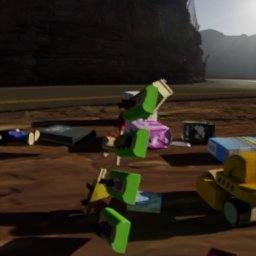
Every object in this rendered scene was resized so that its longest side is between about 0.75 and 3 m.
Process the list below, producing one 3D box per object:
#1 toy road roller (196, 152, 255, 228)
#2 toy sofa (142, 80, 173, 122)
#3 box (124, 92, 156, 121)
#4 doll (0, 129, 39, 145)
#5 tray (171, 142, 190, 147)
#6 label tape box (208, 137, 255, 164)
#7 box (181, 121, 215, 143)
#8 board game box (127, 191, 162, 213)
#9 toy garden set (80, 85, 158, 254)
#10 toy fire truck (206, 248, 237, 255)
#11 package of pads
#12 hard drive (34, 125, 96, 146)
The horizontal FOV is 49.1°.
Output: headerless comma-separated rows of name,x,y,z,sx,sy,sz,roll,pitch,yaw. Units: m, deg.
toy road roller,2.582,1.181,6.476,1.268,1.506,2.063,-3,13,-15
toy sofa,0.979,-0.999,10.313,0.774,1.586,0.657,-26,71,-40
box,0.683,-1.223,16.591,1.519,1.765,1.774,-4,13,-18
doll,-5.210,0.350,12.342,2.339,0.567,1.596,3,11,14
tray,2.257,0.677,11.998,0.774,0.086,0.416,4,14,19
label tape box,4.112,0.792,10.290,1.914,0.633,1.372,0,13,-10
box,3.052,0.172,12.362,1.352,0.840,1.004,2,7,5
board game box,0.412,1.789,6.839,0.778,0.169,0.775,2,14,9
toy garden set,-0.354,0.681,5.607,0.553,2.773,2.312,15,-10,-15
toy fire truck,0.950,2.182,3.221,0.341,0.986,1.398,6,13,28
package of pads,0.770,0.196,12.212,1.459,0.916,2.422,-3,13,-15
hard drive,-2.904,0.295,12.976,2.373,0.390,1.656,7,15,30
